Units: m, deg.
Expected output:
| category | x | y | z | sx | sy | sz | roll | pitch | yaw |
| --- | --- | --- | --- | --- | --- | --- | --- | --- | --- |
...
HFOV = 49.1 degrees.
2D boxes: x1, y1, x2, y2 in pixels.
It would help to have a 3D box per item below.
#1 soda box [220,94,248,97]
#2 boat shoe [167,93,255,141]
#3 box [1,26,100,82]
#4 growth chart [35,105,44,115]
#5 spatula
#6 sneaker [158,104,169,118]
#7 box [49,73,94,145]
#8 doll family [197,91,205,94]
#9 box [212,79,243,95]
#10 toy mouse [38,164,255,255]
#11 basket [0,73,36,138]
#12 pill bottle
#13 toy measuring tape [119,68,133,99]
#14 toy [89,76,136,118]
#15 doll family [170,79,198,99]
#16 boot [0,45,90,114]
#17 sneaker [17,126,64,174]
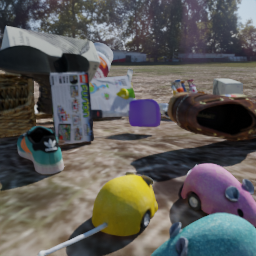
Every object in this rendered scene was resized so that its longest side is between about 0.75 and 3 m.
| category | x | y | z | sx | sy | sz | roll | pitch | yaw |
| --- | --- | --- | --- | --- | --- | --- | --- | --- | --- |
| soda box | 3.511 | -0.890 | 10.238 | 1.732 | 0.554 | 0.586 | -6 | 16 | -24 |
| boat shoe | 2.371 | -0.185 | 6.281 | 2.996 | 1.055 | 1.054 | 1 | 12 | -24 |
| box | -2.146 | -2.017 | 7.915 | 2.509 | 0.858 | 1.031 | -1 | 54 | -34 |
| growth chart | -3.201 | -0.595 | 9.777 | 2.537 | 0.225 | 1.836 | -4 | 15 | -13 |
| spatula | -0.479 | -0.378 | 7.434 | 2.639 | 0.746 | 0.271 | -1 | 1 | -2 |
| sneaker | 1.274 | -0.551 | 9.182 | 0.371 | 0.383 | 1.049 | -15 | 26 | -42 |
| box | -1.304 | -0.448 | 6.481 | 0.883 | 1.605 | 0.279 | -5 | 7 | -19 |
| doll family | 2.502 | -1.000 | 9.541 | 0.548 | 0.398 | 0.883 | 44 | 2 | 11 |
| box | 4.433 | -1.703 | 12.649 | 0.756 | 0.909 | 2.211 | 2 | 14 | 5 |
| toy mouse | 0.900 | 0.958 | 3.263 | 2.587 | 0.563 | 2.911 | 9 | 18 | 32 |
| basket | -3.543 | -0.627 | 7.329 | 2.077 | 1.548 | 1.483 | -3 | 15 | -14 |
| pill bottle | -1.638 | -2.456 | 12.214 | 1.396 | 1.396 | 2.548 | 7 | 56 | 26 |
| toy measuring tape | -0.042 | -1.674 | 11.863 | 0.683 | 0.683 | 1.858 | 2 | 56 | 9 |
| toy | -1.112 | -0.871 | 9.348 | 2.731 | 0.645 | 1.572 | -11 | 61 | -16 |
| doll family | 2.075 | -1.288 | 10.773 | 0.721 | 0.993 | 1.600 | -13 | -1 | 42 |
| boot | -2.189 | -1.028 | 7.336 | 2.400 | 2.090 | 0.831 | 3 | 57 | -23 |
| sneaker | -1.758 | 0.265 | 5.544 | 0.651 | 0.729 | 1.824 | -10 | 18 | -34 |
